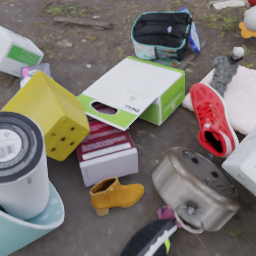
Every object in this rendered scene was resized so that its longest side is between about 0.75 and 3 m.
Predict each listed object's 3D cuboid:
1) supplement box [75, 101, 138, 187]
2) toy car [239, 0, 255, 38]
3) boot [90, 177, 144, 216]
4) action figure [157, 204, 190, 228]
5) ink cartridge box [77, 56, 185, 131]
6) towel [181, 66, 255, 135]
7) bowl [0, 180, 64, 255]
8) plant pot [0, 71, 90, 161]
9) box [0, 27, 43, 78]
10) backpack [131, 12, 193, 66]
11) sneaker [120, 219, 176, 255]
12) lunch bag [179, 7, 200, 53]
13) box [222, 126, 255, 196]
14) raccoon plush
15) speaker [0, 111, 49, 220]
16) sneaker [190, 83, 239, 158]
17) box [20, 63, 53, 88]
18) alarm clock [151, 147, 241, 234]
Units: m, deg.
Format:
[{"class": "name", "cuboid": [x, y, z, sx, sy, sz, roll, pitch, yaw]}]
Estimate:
[{"class": "supplement box", "cuboid": [-0.739, 0.208, 7.242, 1.340, 0.749, 2.461, -14, 42, -10]}, {"class": "toy car", "cuboid": [4.810, -4.321, 10.363, 1.766, 1.841, 1.997, 43, 101, 21]}, {"class": "boot", "cuboid": [-0.195, 1.398, 6.235, 1.322, 0.946, 0.465, -24, 48, -22]}, {"class": "action figure", "cuboid": [0.941, 1.809, 5.971, 0.720, 0.801, 1.075, 15, 82, 32]}, {"class": "ink cartridge box", "cuboid": [0.029, -0.766, 7.959, 2.060, 1.056, 2.787, 24, 52, 31]}, {"class": "towel", "cuboid": [3.306, -0.947, 8.437, 2.511, 0.405, 2.398, 30, 61, 35]}, {"class": "bowl", "cuboid": [-2.841, 1.346, 5.298, 1.564, 2.990, 2.990, -49, 60, -1]}, {"class": "plant pot", "cuboid": [-1.757, -0.113, 6.377, 1.467, 1.468, 1.294, -46, 56, 3]}, {"class": "box", "cuboid": [-3.806, -2.469, 9.306, 1.265, 1.084, 1.259, 45, 17, 32]}, {"class": "backpack", "cuboid": [0.976, -2.695, 8.436, 1.678, 1.286, 1.475, 12, 71, 11]}, {"class": "sneaker", "cuboid": [0.261, 2.769, 5.237, 2.305, 0.826, 0.954, -44, 98, -28]}, {"class": "lunch bag", "cuboid": [2.194, -3.463, 10.334, 0.686, 1.099, 1.459, -25, 63, 20]}, {"class": "box", "cuboid": [3.310, 0.916, 4.956, 2.581, 2.567, 1.687, 42, 93, 14]}, {"class": "raccoon plush", "cuboid": [2.609, -1.480, 7.792, 0.753, 1.557, 1.043, 20, 81, 17]}, {"class": "speaker", "cuboid": [-1.933, 0.830, 4.838, 1.091, 2.686, 1.091, 6, 62, -11]}, {"class": "sneaker", "cuboid": [2.043, -0.268, 6.956, 0.838, 1.236, 2.139, -34, 71, 24]}, {"class": "box", "cuboid": [-2.794, -1.258, 8.724, 0.940, 0.816, 1.423, -12, 48, -9]}, {"class": "alarm clock", "cuboid": [1.364, 1.233, 5.608, 1.814, 0.895, 2.690, 36, 24, 6]}]
